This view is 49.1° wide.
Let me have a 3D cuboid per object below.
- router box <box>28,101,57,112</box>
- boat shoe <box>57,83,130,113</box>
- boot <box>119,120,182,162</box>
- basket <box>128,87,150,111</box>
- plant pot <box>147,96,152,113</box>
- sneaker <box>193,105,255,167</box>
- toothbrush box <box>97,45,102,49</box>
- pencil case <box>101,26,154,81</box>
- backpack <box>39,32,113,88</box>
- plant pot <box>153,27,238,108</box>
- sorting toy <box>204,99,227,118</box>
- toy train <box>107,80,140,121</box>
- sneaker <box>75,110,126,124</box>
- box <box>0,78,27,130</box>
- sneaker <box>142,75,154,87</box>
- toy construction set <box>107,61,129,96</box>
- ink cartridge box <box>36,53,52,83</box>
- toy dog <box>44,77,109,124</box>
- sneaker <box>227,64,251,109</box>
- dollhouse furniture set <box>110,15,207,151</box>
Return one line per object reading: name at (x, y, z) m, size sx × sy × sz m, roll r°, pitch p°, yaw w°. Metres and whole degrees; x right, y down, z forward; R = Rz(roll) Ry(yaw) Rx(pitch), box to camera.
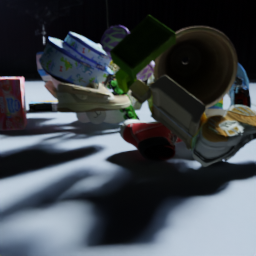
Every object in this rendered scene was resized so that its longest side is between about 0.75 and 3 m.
router box at (-3.863, -1.053, 13.390) m, size 1.604 × 0.410 × 1.196 m, roll -3°, pitch 13°, yaw -12°
boat shoe at (-0.831, -0.834, 7.455) m, size 0.866 × 0.780 × 2.401 m, roll 1°, pitch 6°, yaw 43°
boot at (1.058, 0.306, 6.787) m, size 2.155 × 0.780 × 1.555 m, roll -4°, pitch 22°, yaw -25°
basket at (0.225, -1.408, 11.992) m, size 0.859 × 1.268 × 0.782 m, roll 33°, pitch 28°, yaw 23°
plant pot at (1.806, -1.034, 10.303) m, size 1.916 × 1.990 × 1.990 m, roll -1°, pitch 9°, yaw 40°
sneaker at (2.280, 0.180, 6.303) m, size 2.352 × 1.031 × 0.889 m, roll -12°, pitch 43°, yaw -35°
toothbrush box at (-1.527, -2.578, 11.311) m, size 1.006 × 1.382 × 0.595 m, roll -10°, pitch 32°, yaw -16°
pencil case at (0.065, -1.728, 6.794) m, size 0.764 × 0.750 × 1.788 m, roll 15°, pitch -5°, yaw 31°
backpack at (-1.500, -1.945, 8.126) m, size 1.876 × 1.378 × 1.716 m, roll 17°, pitch 18°, yaw -35°
plant pot at (1.602, -1.657, 7.318) m, size 1.981 × 1.981 × 1.728 m, roll 0°, pitch 24°, yaw 2°
sorting toy at (1.861, -0.479, 8.268) m, size 2.019 × 0.707 × 2.031 m, roll 4°, pitch -11°, yaw 8°
toy train at (-0.130, -0.852, 9.581) m, size 0.508 × 1.801 × 0.376 m, roll -27°, pitch -3°, yaw -45°
sneaker at (-0.834, -0.748, 10.851) m, size 2.155 × 0.868 × 1.578 m, roll -4°, pitch 17°, yaw 14°
box at (-3.923, -0.836, 9.462) m, size 0.798 × 1.686 × 0.865 m, roll -3°, pitch 13°, yaw -13°
sneaker at (0.702, -1.649, 10.507) m, size 0.417 × 0.448 × 1.129 m, roll 1°, pitch 48°, yaw 37°
toy construction set at (-0.510, -1.693, 10.371) m, size 1.291 × 1.969 × 0.907 m, roll 11°, pitch 49°, yaw -22°
ink cartridge box at (-2.853, -2.357, 11.709) m, size 1.419 × 0.819 × 1.943 m, roll -11°, pitch -17°, yaw -5°
toy dog at (-1.910, -1.400, 9.824) m, size 2.900 × 1.913 × 1.397 m, roll 20°, pitch -18°, yaw 25°
sneaker at (3.918, -1.294, 9.723) m, size 0.915 × 2.334 × 1.050 m, roll -4°, pitch -19°, yaw 6°
dollhouse furniture set at (0.857, -0.848, 5.626) m, size 2.260 × 1.134 × 1.480 m, roll 43°, pitch -12°, yaw 20°
